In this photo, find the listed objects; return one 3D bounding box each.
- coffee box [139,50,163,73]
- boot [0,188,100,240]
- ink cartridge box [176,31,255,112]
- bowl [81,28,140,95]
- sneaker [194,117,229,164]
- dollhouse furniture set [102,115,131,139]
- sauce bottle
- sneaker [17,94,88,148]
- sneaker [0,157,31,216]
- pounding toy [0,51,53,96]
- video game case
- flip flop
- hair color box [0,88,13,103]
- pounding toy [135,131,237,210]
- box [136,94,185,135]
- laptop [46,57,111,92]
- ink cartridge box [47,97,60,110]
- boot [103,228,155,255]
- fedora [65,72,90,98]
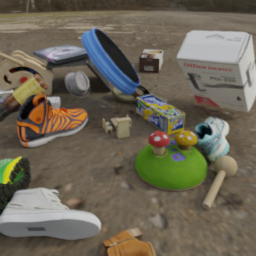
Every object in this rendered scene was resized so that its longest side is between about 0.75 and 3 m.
[{"bbox_3d":[1.319,-3.846,16.048,1.152,0.814,2.039,6,29,11],"label":"coffee box"},{"bbox_3d":[-1.539,1.658,5.747,2.058,0.757,0.984,1,38,4],"label":"boot"},{"bbox_3d":[3.231,-1.922,9.856,2.126,2.919,1.238,16,69,35],"label":"ink cartridge box"},{"bbox_3d":[-0.561,-2.491,10.413,0.550,2.804,2.804,-36,21,19],"label":"bowl"},{"bbox_3d":[2.435,0.084,8.303,0.912,0.820,2.112,42,27,-11],"label":"sneaker"},{"bbox_3d":[-0.307,-0.177,9.377,0.906,0.642,0.986,-9,30,-18],"label":"dollhouse furniture set"},{"bbox_3d":[-3.486,-0.936,9.017,1.921,0.634,0.634,-38,34,0],"label":"sauce bottle"},{"bbox_3d":[-2.353,-0.462,9.047,1.000,1.444,2.577,21,34,33],"label":"sneaker"},{"bbox_3d":[-3.096,1.516,6.073,1.102,1.010,2.587,-5,19,7],"label":"sneaker"},{"bbox_3d":[-4.534,-2.117,11.651,2.947,1.685,1.691,24,18,-28],"label":"pounding toy"},{"bbox_3d":[-3.115,-3.546,13.349,1.949,0.259,2.728,-23,33,-31],"label":"video game case"},{"bbox_3d":[0.463,-1.415,11.608,2.485,0.715,1.008,18,33,30],"label":"flip flop"},{"bbox_3d":[-5.384,-1.534,12.153,0.722,0.428,1.321,-12,29,-22],"label":"hair color box"},{"bbox_3d":[1.380,0.674,7.228,2.501,1.160,1.930,20,34,34],"label":"pounding toy"},{"bbox_3d":[1.092,-0.531,10.011,0.723,0.664,2.065,-15,32,-25],"label":"box"},{"bbox_3d":[-2.301,-2.632,13.272,1.515,2.614,2.448,-38,28,10],"label":"laptop"},{"bbox_3d":[-3.143,-0.969,11.177,0.808,0.343,0.588,-5,28,-6],"label":"ink cartridge box"},{"bbox_3d":[0.025,2.262,5.090,0.766,0.378,0.987,-13,31,-23],"label":"boot"},{"bbox_3d":[-1.403,-1.314,8.074,0.763,0.390,0.863,7,63,-32],"label":"fedora"}]
